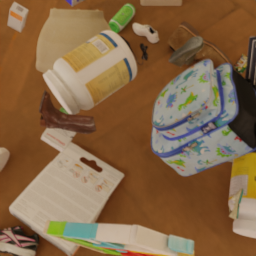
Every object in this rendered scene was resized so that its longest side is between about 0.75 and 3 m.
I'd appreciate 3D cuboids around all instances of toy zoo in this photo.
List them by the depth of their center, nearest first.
[{"bbox_3d":[-0.054,2.257,5.492,2.920,1.916,0.299,-12,53,38],"label":"toy zoo"}]

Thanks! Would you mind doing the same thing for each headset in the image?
[{"bbox_3d":[-0.372,-2.841,10.406,2.326,1.093,1.436,15,65,20],"label":"headset"}]

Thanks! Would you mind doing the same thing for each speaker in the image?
[{"bbox_3d":[-0.252,-4.499,11.517,0.583,0.583,1.319,30,67,14],"label":"speaker"}]

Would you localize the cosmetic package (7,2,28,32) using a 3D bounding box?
[{"bbox_3d":[-2.900,-2.883,7.341,0.384,0.757,0.270,26,66,-19],"label":"cosmetic package"}]

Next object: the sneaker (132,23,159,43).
[{"bbox_3d":[0.721,-3.926,11.243,1.263,0.550,0.471,33,69,16],"label":"sneaker"}]

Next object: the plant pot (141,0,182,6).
[{"bbox_3d":[1.462,-6.475,11.909,1.806,1.599,1.803,1,64,0],"label":"plant pot"}]

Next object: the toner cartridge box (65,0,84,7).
[{"bbox_3d":[-1.233,-4.153,7.311,0.392,1.815,0.862,45,65,7],"label":"toner cartridge box"}]

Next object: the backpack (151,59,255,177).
[{"bbox_3d":[1.571,-0.227,6.536,1.787,2.431,2.225,36,41,-20],"label":"backpack"}]

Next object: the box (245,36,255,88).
[{"bbox_3d":[3.836,-1.322,6.640,1.078,1.735,1.749,-2,100,-33],"label":"box"}]

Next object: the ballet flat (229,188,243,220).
[{"bbox_3d":[2.514,1.768,6.572,0.239,0.258,0.765,12,93,31],"label":"ballet flat"}]

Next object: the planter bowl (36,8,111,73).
[{"bbox_3d":[-1.347,-2.365,7.482,2.258,1.520,2.258,2,22,-1],"label":"planter bowl"}]

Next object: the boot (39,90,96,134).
[{"bbox_3d":[-1.062,-0.244,5.139,1.057,0.986,0.340,11,56,-8],"label":"boot"}]

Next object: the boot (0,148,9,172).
[{"bbox_3d":[-4.957,1.451,8.331,1.253,1.009,2.774,35,69,10],"label":"boot"}]

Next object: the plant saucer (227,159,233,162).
[{"bbox_3d":[3.423,0.401,9.228,1.440,0.361,1.440,0,63,0],"label":"plant saucer"}]

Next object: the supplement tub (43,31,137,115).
[{"bbox_3d":[-0.795,-1.143,5.953,1.687,1.220,1.220,-36,69,-13],"label":"supplement tub"}]

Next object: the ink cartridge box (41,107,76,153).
[{"bbox_3d":[-1.648,0.056,6.976,0.658,0.379,0.902,35,62,-11],"label":"ink cartridge box"}]

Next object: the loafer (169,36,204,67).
[{"bbox_3d":[1.691,-2.080,7.812,0.486,1.395,0.524,35,73,-15],"label":"loafer"}]

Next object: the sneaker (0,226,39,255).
[{"bbox_3d":[-3.304,3.090,7.829,1.775,0.713,0.766,20,53,1],"label":"sneaker"}]

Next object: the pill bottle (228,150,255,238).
[{"bbox_3d":[3.603,1.827,7.989,1.326,1.326,2.367,13,65,6],"label":"pill bottle"}]

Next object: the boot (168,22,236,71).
[{"bbox_3d":[2.715,-2.732,10.559,1.106,1.079,2.932,-44,66,1],"label":"boot"}]

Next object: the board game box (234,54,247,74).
[{"bbox_3d":[4.398,-2.458,10.777,0.441,0.099,0.842,35,69,14],"label":"board game box"}]

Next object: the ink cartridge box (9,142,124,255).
[{"bbox_3d":[-1.752,2.001,8.442,2.218,0.686,2.735,29,53,14],"label":"ink cartridge box"}]
